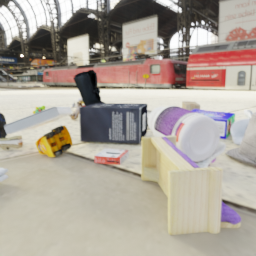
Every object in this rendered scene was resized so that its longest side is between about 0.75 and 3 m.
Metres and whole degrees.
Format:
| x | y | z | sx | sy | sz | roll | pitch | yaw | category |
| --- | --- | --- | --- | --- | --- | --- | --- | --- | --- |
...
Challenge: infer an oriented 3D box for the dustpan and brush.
| x | y | z | sx | sy | sz | roll | pitch | yaw | category |
| --- | --- | --- | --- | --- | --- | --- | --- | --- | --- |
| 4.589 | -0.092 | 10.093 | 2.047 | 0.839 | 2.933 | 1 | 11 | 9 | dustpan and brush |

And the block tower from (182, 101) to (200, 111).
| x | y | z | sx | sy | sz | roll | pitch | yaw | category |
| --- | --- | --- | --- | --- | --- | --- | --- | --- | --- |
| 3.425 | -0.996 | 15.393 | 0.758 | 0.811 | 2.805 | 1 | 11 | 6 | block tower |

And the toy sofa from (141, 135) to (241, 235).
| x | y | z | sx | sy | sz | roll | pitch | yaw | category |
| --- | --- | --- | --- | --- | --- | --- | --- | --- | --- |
| 0.957 | 0.811 | 4.877 | 1.130 | 0.959 | 2.315 | -2 | 10 | -7 | toy sofa |

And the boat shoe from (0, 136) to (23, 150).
| x | y | z | sx | sy | sz | roll | pitch | yaw | category |
| --- | --- | --- | --- | --- | --- | --- | --- | --- | --- |
| -3.636 | 0.485 | 8.293 | 1.081 | 0.370 | 0.404 | -8 | 5 | 14 | boat shoe |

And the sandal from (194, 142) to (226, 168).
| x | y | z | sx | sy | sz | roll | pitch | yaw | category |
| --- | --- | --- | --- | --- | --- | --- | --- | --- | --- |
| 1.859 | 0.758 | 6.833 | 0.632 | 0.382 | 1.554 | 14 | 31 | 41 | sandal |

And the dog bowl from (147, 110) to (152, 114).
| x | y | z | sx | sy | sz | roll | pitch | yaw | category |
| --- | --- | --- | --- | --- | --- | --- | --- | --- | --- |
| 0.507 | -0.547 | 13.677 | 1.716 | 0.503 | 1.716 | -1 | 10 | 0 | dog bowl |

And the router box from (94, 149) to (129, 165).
| x | y | z | sx | sy | sz | roll | pitch | yaw | category |
| --- | --- | --- | --- | --- | --- | --- | --- | --- | --- |
| -0.416 | 0.752 | 7.361 | 0.705 | 0.192 | 0.785 | 3 | 11 | 15 | router box |

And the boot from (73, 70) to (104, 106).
| x | y | z | sx | sy | sz | roll | pitch | yaw | category |
| --- | --- | --- | --- | --- | --- | --- | --- | --- | --- |
| -1.468 | -1.470 | 12.986 | 1.108 | 2.438 | 2.902 | -14 | 8 | 13 | boot |

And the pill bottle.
| x | y | z | sx | sy | sz | roll | pitch | yaw | category |
| --- | --- | --- | --- | --- | --- | --- | --- | --- | --- |
| 1.257 | 0.031 | 6.970 | 1.059 | 1.059 | 1.900 | -4 | 17 | -23 | pill bottle |

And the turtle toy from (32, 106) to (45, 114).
| x | y | z | sx | sy | sz | roll | pitch | yaw | category |
| --- | --- | --- | --- | --- | --- | --- | --- | --- | --- |
| -4.807 | -0.913 | 15.263 | 0.382 | 0.755 | 0.550 | 30 | -5 | 27 | turtle toy |

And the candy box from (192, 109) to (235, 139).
| x | y | z | sx | sy | sz | roll | pitch | yaw | category |
| --- | --- | --- | --- | --- | --- | --- | --- | --- | --- |
| 3.112 | -0.194 | 10.843 | 1.712 | 0.780 | 2.024 | 8 | 14 | 28 | candy box |

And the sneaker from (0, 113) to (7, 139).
| x | y | z | sx | sy | sz | roll | pitch | yaw | category |
| --- | --- | --- | --- | --- | --- | --- | --- | --- | --- |
| -5.155 | 0.034 | 9.057 | 1.153 | 1.108 | 2.940 | -5 | 4 | 22 | sneaker |

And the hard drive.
| x | y | z | sx | sy | sz | roll | pitch | yaw | category |
| --- | --- | --- | --- | --- | --- | --- | --- | --- | --- |
| -2.255 | -0.239 | 7.387 | 1.297 | 0.262 | 1.966 | -21 | 5 | -1 | hard drive |

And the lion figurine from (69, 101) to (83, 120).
| x | y | z | sx | sy | sz | roll | pitch | yaw | category |
| --- | --- | --- | --- | --- | --- | --- | --- | --- | --- |
| -2.540 | -0.885 | 14.031 | 0.458 | 1.265 | 0.775 | 36 | 14 | -7 | lion figurine |

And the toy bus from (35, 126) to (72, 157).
| x | y | z | sx | sy | sz | roll | pitch | yaw | category |
| --- | --- | --- | --- | --- | --- | --- | --- | --- | --- |
| -2.241 | 0.439 | 7.893 | 0.992 | 0.702 | 1.034 | -14 | 13 | 22 | toy bus |

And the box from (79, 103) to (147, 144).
| x | y | z | sx | sy | sz | roll | pitch | yaw | category |
| --- | --- | --- | --- | --- | --- | --- | --- | --- | --- |
| -0.424 | -0.227 | 9.843 | 2.036 | 1.195 | 2.002 | 2 | 9 | 10 | box |

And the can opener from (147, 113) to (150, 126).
| x | y | z | sx | sy | sz | roll | pitch | yaw | category |
| --- | --- | --- | --- | --- | --- | --- | --- | --- | --- |
| 1.239 | -0.251 | 11.863 | 0.705 | 0.559 | 2.122 | -1 | 10 | -21 | can opener |

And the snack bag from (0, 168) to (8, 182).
| x | y | z | sx | sy | sz | roll | pitch | yaw | category |
| --- | --- | --- | --- | --- | --- | --- | --- | --- | --- |
| -3.811 | 1.152 | 4.986 | 2.402 | 0.257 | 2.265 | -1 | 9 | 7 | snack bag |

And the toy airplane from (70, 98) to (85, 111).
| x | y | z | sx | sy | sz | roll | pitch | yaw | category |
| --- | --- | --- | --- | --- | --- | --- | --- | --- | --- |
| -3.044 | -1.489 | 17.918 | 1.178 | 0.831 | 1.173 | -18 | 11 | -27 | toy airplane |

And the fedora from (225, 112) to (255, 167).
| x | y | z | sx | sy | sz | roll | pitch | yaw | category |
| --- | --- | --- | --- | --- | --- | --- | --- | --- | --- |
| 3.976 | 0.231 | 7.147 | 2.526 | 1.290 | 2.857 | -3 | 11 | -18 | fedora |
